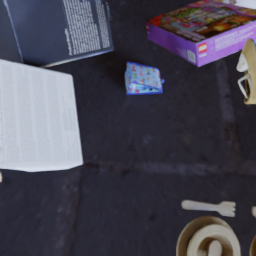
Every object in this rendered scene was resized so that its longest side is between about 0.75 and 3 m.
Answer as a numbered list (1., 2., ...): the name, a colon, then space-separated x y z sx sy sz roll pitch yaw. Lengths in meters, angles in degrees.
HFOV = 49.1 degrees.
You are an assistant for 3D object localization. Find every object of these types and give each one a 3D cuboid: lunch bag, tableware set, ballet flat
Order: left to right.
1. lunch bag: 0.592 -1.679 9.646 1.314 0.618 0.989 1 56 -10
2. ballet flat: 1.856 -0.836 4.319 0.326 1.033 0.354 -16 16 11
3. tableware set: 2.142 2.248 4.945 2.601 0.521 1.719 8 83 -12

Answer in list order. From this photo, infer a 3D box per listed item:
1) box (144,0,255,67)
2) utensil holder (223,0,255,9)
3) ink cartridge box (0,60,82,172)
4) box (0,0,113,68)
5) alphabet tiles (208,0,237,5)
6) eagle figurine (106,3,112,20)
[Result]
1. box: 1.711 -2.333 6.514 1.820 0.520 2.660 -22 34 -9
2. utensil holder: 3.210 -4.099 8.408 1.276 1.501 1.276 -27 29 17
3. ink cartridge box: -2.072 -0.191 5.133 2.460 0.582 1.970 4 73 -44
4. box: -2.294 -2.448 7.111 2.655 1.636 2.633 11 28 43
5. alphabet tiles: 2.559 -3.575 8.042 0.035 0.930 0.777 -33 87 -34
6. eagle figurine: -1.165 -5.025 11.607 0.979 0.973 1.290 4 86 49
